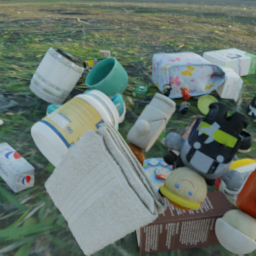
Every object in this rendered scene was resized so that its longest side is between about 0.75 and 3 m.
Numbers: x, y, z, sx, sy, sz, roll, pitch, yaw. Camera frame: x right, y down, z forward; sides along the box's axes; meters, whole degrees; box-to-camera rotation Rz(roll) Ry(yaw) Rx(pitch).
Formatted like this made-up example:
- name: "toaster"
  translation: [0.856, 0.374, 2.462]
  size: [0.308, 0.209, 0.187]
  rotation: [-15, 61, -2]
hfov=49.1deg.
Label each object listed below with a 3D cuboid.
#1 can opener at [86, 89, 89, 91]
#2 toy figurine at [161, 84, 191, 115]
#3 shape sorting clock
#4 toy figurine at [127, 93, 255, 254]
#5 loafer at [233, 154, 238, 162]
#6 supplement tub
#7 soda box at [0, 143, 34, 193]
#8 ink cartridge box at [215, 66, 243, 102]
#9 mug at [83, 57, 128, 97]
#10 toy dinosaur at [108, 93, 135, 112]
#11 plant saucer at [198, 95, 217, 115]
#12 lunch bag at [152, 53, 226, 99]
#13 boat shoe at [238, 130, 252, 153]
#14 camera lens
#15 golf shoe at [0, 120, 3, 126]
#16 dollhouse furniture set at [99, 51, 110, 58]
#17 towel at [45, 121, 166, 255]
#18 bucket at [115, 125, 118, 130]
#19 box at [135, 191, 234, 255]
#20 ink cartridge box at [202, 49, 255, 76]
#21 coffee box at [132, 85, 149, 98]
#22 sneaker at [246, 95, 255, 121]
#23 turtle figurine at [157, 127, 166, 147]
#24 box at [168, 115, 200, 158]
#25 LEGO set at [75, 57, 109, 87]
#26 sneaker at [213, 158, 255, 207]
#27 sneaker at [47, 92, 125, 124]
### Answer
- name: "can opener"
  translation: [-1.338, -1.743, 12.645]
  size: [1.196, 0.315, 0.398]
  rotation: [-22, 12, -28]
- name: "toy figurine"
  translation: [1.846, -1.116, 10.860]
  size: [1.136, 1.118, 0.790]
  rotation: [1, 39, 12]
- name: "shape sorting clock"
  translation: [0.802, 1.354, 7.595]
  size: [1.646, 0.323, 1.646]
  rotation: [0, 31, 0]
- name: "toy figurine"
  translation: [1.252, 0.834, 5.456]
  size: [1.945, 2.752, 2.796]
  rotation: [-58, 34, -6]
- name: "loafer"
  translation: [2.881, 0.735, 8.475]
  size: [0.755, 0.661, 2.101]
  rotation: [-38, 23, 21]
- name: "supplement tub"
  translation: [-1.383, 0.015, 7.639]
  size: [1.476, 1.476, 2.040]
  rotation: [26, 53, 36]
- name: "soda box"
  translation: [-3.271, 1.047, 7.777]
  size: [1.727, 0.589, 0.548]
  rotation: [27, 29, 38]
- name: "ink cartridge box"
  translation: [4.344, -1.961, 12.352]
  size: [0.591, 1.027, 1.754]
  rotation: [4, 31, -4]
- name: "mug"
  translation: [-0.943, -1.886, 11.899]
  size: [1.960, 1.212, 1.610]
  rotation: [-33, 39, 17]
- name: "toy dinosaur"
  translation: [-0.282, -1.076, 10.930]
  size: [1.700, 0.859, 0.495]
  rotation: [12, 59, 44]
- name: "plant saucer"
  translation: [3.155, -0.879, 11.079]
  size: [0.862, 0.134, 0.862]
  rotation: [2, 72, -5]
- name: "lunch bag"
  translation: [2.617, -2.344, 12.333]
  size: [2.707, 1.721, 2.295]
  rotation: [-8, 29, -9]
- name: "boat shoe"
  translation: [3.345, 0.094, 9.440]
  size: [0.702, 0.601, 1.919]
  rotation: [-15, 33, -23]
- name: "camera lens"
  translation: [-2.840, -2.096, 11.220]
  size: [1.553, 1.942, 1.553]
  rotation: [33, 11, -8]
- name: "golf shoe"
  translation: [-5.072, -0.333, 10.182]
  size: [1.168, 0.538, 0.424]
  rotation: [14, 33, 19]
- name: "dollhouse furniture set"
  translation: [-0.936, -3.415, 14.531]
  size: [0.900, 1.284, 0.905]
  rotation: [4, 31, 6]
- name: "towel"
  translation: [-0.608, 1.220, 4.996]
  size: [0.455, 2.641, 1.750]
  rotation: [-20, 70, -45]
- name: "bucket"
  translation: [-1.032, -0.126, 8.779]
  size: [1.535, 1.535, 0.999]
  rotation: [3, -7, 5]
- name: "box"
  translation: [1.146, 1.983, 5.923]
  size: [1.954, 0.978, 0.732]
  rotation: [-3, 32, -5]
- name: "ink cartridge box"
  translation: [5.289, -3.390, 14.746]
  size: [2.315, 1.013, 1.682]
  rotation: [-14, 34, -22]
- name: "coffee box"
  translation: [0.580, -1.663, 12.676]
  size: [0.603, 0.215, 0.980]
  rotation: [7, 32, 13]
- name: "sneaker"
  translation: [5.080, -0.613, 10.582]
  size: [0.882, 0.763, 1.953]
  rotation: [23, 33, 3]
- name: "turtle figurine"
  translation: [1.007, -0.044, 9.306]
  size: [1.301, 0.936, 1.261]
  rotation: [-17, 34, -22]
- name: "box"
  translation: [1.923, 0.297, 8.770]
  size: [0.576, 0.770, 1.537]
  rotation: [42, 42, 8]
- name: "LEGO set"
  translation: [-1.777, -2.365, 13.219]
  size: [2.412, 1.398, 1.855]
  rotation: [-15, 5, -30]
- name: "sneaker"
  translation: [3.647, 1.328, 7.108]
  size: [2.875, 1.119, 1.181]
  rotation: [-17, 42, -12]
- name: "sneaker"
  translation: [-1.551, -0.787, 10.337]
  size: [2.878, 1.146, 1.115]
  rotation: [-2, 31, -2]
